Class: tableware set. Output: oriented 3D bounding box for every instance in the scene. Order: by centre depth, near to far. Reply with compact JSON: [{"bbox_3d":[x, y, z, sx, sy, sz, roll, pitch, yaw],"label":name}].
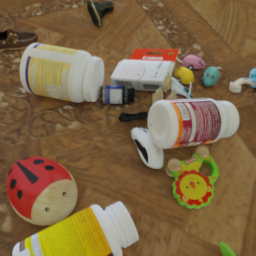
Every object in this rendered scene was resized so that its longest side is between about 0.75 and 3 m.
[{"bbox_3d":[1.163,-0.914,9.110,0.196,1.408,1.686,15,50,28],"label":"tableware set"}]

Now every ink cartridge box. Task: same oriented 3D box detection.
[{"bbox_3d":[0.732,-2.547,11.104,2.092,0.734,2.574,7,57,22],"label":"ink cartridge box"}]

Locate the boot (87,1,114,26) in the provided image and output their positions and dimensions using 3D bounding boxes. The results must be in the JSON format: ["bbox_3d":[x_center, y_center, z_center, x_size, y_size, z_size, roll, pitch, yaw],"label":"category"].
[{"bbox_3d":[-1.178,-5.694,13.641,1.320,0.739,1.908,-11,55,-14],"label":"boot"}]

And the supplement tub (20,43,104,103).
[{"bbox_3d":[-2.316,-1.938,10.112,2.554,1.857,1.857,12,55,8],"label":"supplement tub"}]

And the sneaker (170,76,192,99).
[{"bbox_3d":[1.942,-1.428,10.699,1.144,0.496,0.429,45,25,9],"label":"sneaker"}]

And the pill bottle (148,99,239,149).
[{"bbox_3d":[1.989,-0.177,8.445,2.557,1.401,1.401,-5,52,-26],"label":"pill bottle"}]

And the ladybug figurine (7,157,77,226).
[{"bbox_3d":[-2.530,1.591,7.808,2.578,0.927,1.750,24,59,36],"label":"ladybug figurine"}]

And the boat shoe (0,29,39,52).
[{"bbox_3d":[-5.147,-3.874,12.204,2.333,0.820,0.821,-16,52,-13],"label":"boat shoe"}]

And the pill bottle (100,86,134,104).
[{"bbox_3d":[-0.388,-1.211,10.307,1.237,0.692,0.692,1,54,0],"label":"pill bottle"}]

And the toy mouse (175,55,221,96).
[{"bbox_3d":[2.885,-2.379,11.190,2.163,0.471,2.434,-11,48,-15],"label":"toy mouse"}]

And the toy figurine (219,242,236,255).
[{"bbox_3d":[1.862,4.008,6.142,2.157,1.760,2.344,-25,35,-7],"label":"toy figurine"}]

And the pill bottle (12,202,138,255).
[{"bbox_3d":[-1.186,2.886,6.781,2.746,1.500,1.500,-24,57,-16],"label":"pill bottle"}]

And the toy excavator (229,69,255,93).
[{"bbox_3d":[4.821,-1.827,10.838,1.522,0.760,1.480,12,51,24],"label":"toy excavator"}]

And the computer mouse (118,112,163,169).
[{"bbox_3d":[0.570,0.282,9.048,1.244,0.498,2.268,2,48,-40],"label":"computer mouse"}]

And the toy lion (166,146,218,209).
[{"bbox_3d":[2.023,1.544,8.438,1.671,0.574,1.602,-23,64,-17],"label":"toy lion"}]
